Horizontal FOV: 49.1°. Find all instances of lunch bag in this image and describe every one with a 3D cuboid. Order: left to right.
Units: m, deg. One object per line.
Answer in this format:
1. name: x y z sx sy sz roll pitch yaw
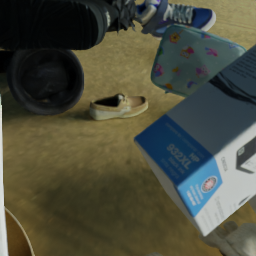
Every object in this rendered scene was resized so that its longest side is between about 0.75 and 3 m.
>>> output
1. lunch bag: 1.345 -1.240 5.672 1.722 1.381 0.664 21 24 9

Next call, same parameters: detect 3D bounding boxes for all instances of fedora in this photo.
1. fedora: -2.496 -1.428 8.253 1.078 2.360 2.360 0 34 47

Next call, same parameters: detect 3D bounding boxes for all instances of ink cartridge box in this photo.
1. ink cartridge box: 1.580 0.172 4.112 2.474 1.795 1.036 -37 45 -5

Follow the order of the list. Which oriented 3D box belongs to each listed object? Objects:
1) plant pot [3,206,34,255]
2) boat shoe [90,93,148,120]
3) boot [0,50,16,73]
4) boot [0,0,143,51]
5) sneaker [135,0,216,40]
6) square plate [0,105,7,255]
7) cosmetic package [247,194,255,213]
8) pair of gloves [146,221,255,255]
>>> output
1. plant pot: -2.829 2.397 4.282 2.035 1.897 1.897 -31 50 -1
2. boat shoe: -0.251 -0.670 8.096 1.756 0.583 0.650 -13 47 -13
3. boot: -4.047 -1.979 9.302 1.928 0.725 1.441 -17 48 -17
4. boot: -1.187 -2.104 5.024 2.662 0.985 2.182 10 33 13
5. sneaker: 1.074 -2.876 7.015 1.868 1.368 0.753 2 72 37
6. square plate: -1.359 0.502 1.712 1.562 0.224 1.577 -7 85 16
7. cosmetic package: 3.048 1.094 5.828 0.960 1.318 2.593 -13 47 -13
8. pair of gloves: 1.670 2.446 4.263 2.992 0.525 2.544 -11 25 -28
